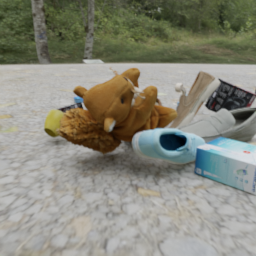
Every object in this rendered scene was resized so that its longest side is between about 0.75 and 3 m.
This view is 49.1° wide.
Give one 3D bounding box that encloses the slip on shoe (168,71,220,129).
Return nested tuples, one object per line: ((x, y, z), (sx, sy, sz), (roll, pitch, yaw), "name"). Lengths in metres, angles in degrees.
((1.785, -0.708, 8.344), (0.686, 2.264, 0.861), (39, 0, 0), "slip on shoe")

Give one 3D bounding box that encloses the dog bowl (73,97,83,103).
((-2.280, -1.431, 14.174), (0.967, 0.240, 0.539), (-4, 17, -15), "dog bowl")

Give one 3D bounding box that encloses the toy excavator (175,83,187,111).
((2.333, -1.225, 11.553), (0.635, 1.272, 1.237), (14, 20, 43), "toy excavator")

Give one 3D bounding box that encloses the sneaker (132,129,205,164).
((1.145, 0.419, 6.159), (2.093, 0.774, 0.858), (2, -7, -36), "sneaker")

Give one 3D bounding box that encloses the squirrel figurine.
((-0.404, -0.234, 6.229), (2.414, 1.709, 2.253), (-40, -10, 16), "squirrel figurine")

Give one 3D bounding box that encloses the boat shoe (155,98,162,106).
((0.491, -0.351, 8.774), (1.117, 1.059, 2.951), (9, 19, 8), "boat shoe")

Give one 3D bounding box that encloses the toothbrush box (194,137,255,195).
((2.331, 0.754, 5.913), (1.087, 0.634, 1.485), (-15, 23, -42), "toothbrush box")

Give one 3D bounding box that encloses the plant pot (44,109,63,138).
((-2.074, -0.056, 8.002), (0.790, 0.790, 0.561), (9, 51, 27), "plant pot")

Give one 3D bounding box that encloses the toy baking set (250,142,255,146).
((4.402, 0.461, 7.128), (2.444, 0.284, 1.876), (14, 26, 30), "toy baking set")

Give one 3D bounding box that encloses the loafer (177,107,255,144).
((2.490, -0.058, 7.784), (2.865, 1.000, 1.002), (-11, 34, -27), "loafer")

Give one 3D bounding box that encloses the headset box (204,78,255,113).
((3.757, -0.958, 10.145), (1.527, 1.136, 0.590), (20, 20, -8), "headset box")

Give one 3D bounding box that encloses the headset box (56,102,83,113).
((-2.337, -0.653, 10.786), (1.002, 0.387, 0.746), (-12, 10, 33), "headset box")
